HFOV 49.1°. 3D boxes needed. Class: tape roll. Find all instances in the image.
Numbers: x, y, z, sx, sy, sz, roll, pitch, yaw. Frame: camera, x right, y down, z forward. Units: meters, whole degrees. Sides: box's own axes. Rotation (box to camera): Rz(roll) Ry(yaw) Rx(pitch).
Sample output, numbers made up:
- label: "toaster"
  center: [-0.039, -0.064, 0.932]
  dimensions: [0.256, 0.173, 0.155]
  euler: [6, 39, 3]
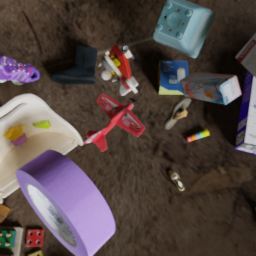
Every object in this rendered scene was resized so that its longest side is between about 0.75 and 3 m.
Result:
- label: "tape roll"
  center: [-1.366, 1.628, 5.969]
  dimensions: [2.333, 2.333, 0.765]
  euler: [44, 55, 12]

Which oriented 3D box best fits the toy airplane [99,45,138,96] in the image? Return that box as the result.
- label: "toy airplane"
  center: [-0.289, -1.568, 8.125]
  dimensions: [1.036, 1.462, 1.468]
  euler: [-15, 114, 15]

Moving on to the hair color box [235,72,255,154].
- label: "hair color box"
  center: [4.792, -0.558, 9.618]
  dimensions: [1.626, 0.964, 2.975]
  euler: [15, 71, 4]

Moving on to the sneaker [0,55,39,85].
- label: "sneaker"
  center: [-2.428, -1.289, 6.099]
  dimensions: [0.636, 1.524, 0.614]
  euler: [-3, 94, 8]

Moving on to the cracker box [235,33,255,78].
- label: "cracker box"
  center: [4.064, -1.888, 7.146]
  dimensions: [0.773, 1.795, 2.680]
  euler: [26, 29, -19]

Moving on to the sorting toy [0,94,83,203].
- label: "sorting toy"
  center: [-2.650, 0.240, 6.762]
  dimensions: [2.620, 2.358, 1.399]
  euler: [-37, 69, -19]

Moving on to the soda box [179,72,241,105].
- label: "soda box"
  center: [2.348, -1.211, 8.273]
  dimensions: [0.648, 1.896, 0.603]
  euler: [-32, 114, -15]

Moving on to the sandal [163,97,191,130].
- label: "sandal"
  center: [1.093, -0.272, 6.106]
  dimensions: [0.401, 0.981, 0.268]
  euler: [-8, 51, -40]

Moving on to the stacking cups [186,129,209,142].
- label: "stacking cups"
  center: [2.416, 0.301, 9.744]
  dimensions: [0.780, 0.236, 0.236]
  euler: [-22, 74, -2]

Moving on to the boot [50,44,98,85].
- label: "boot"
  center: [-1.974, -2.344, 10.319]
  dimensions: [1.701, 0.650, 1.430]
  euler: [0, 76, -7]

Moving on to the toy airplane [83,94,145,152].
- label: "toy airplane"
  center: [-0.428, -0.117, 7.827]
  dimensions: [1.954, 0.359, 1.954]
  euler: [-8, 57, 13]

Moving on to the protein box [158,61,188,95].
- label: "protein box"
  center: [1.613, -1.811, 10.142]
  dimensions: [1.016, 0.690, 1.023]
  euler: [1, 72, 0]

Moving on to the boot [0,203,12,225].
- label: "boot"
  center: [-4.262, 2.282, 8.920]
  dimensions: [1.312, 0.449, 1.235]
  euler: [29, 75, 13]

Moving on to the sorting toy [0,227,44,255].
- label: "sorting toy"
  center: [-3.984, 3.749, 8.482]
  dimensions: [2.961, 0.501, 1.427]
  euler: [3, 72, 1]

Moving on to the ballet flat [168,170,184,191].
- label: "ballet flat"
  center: [1.615, 1.717, 9.259]
  dimensions: [0.268, 0.246, 0.779]
  euler: [-32, 75, -10]

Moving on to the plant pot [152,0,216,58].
- label: "plant pot"
  center: [1.570, -3.121, 8.452]
  dimensions: [1.502, 1.529, 1.497]
  euler: [29, 109, 16]
